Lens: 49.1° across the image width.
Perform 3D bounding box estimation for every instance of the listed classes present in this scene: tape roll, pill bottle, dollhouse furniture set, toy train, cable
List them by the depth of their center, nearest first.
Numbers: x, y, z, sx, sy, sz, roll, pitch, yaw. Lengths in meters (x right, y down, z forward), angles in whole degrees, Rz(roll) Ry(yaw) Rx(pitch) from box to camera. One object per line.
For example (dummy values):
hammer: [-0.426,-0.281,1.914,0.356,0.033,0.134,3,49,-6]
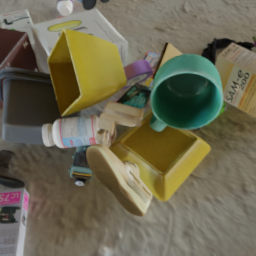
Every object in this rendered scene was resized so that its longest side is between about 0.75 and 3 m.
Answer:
dollhouse furniture set: [-0.341,0.468,7.969,1.053,2.156,1.839,14,24,1]
pill bottle: [-1.605,0.128,8.054,1.555,0.846,0.846,-7,53,0]
toy train: [-1.327,0.791,8.768,0.832,1.113,1.952,12,53,-7]
tape roll: [0.150,-1.778,9.469,1.347,1.347,0.442,-23,86,-17]
cable: [4.297,-3.184,12.170,2.143,0.667,2.627,36,61,24]
pill bottle: [-3.286,-6.443,14.596,0.763,0.763,1.356,-3,53,-2]

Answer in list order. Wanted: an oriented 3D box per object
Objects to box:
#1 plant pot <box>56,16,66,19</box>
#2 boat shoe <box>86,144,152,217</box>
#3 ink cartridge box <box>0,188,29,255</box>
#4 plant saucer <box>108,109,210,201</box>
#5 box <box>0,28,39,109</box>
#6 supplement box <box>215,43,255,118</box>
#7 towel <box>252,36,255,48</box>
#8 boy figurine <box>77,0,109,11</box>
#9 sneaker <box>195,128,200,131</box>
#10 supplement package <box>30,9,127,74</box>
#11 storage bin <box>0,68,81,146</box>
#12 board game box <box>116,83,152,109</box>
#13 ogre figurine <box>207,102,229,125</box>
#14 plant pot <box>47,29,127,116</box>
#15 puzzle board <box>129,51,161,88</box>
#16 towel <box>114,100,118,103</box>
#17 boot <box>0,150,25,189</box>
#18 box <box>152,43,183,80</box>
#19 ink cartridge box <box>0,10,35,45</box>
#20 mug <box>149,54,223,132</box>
plant pot: [-2.863,-4.412,12.879,1.122,1.022,1.122,0,53,-1]
boat shoe: [-0.158,1.300,7.563,0.945,2.619,0.851,-3,40,46]
ink cartridge box: [-3.672,3.025,7.522,1.632,0.574,2.736,-6,55,-4]
plant saucer: [0.980,0.595,9.295,2.703,0.655,2.704,36,60,23]
box: [-5.153,-2.286,10.520,2.637,2.188,2.166,11,54,9]
supplement box: [4.551,-1.535,10.172,2.916,1.838,1.072,35,62,24]
towel: [6.047,-3.315,12.248,1.187,0.188,1.653,21,48,-21]
boy figurine: [-1.469,-3.905,7.187,1.589,0.823,2.555,-33,58,-22]
sneaker: [1.902,-0.375,9.650,0.589,0.501,1.346,-34,75,6]
supplement package: [-1.889,-2.878,11.042,2.780,2.044,2.658,-24,57,-20]
storage bin: [-2.867,-0.449,9.252,2.832,2.061,1.902,8,59,-22]
board game box: [0.250,-0.977,9.628,1.155,1.707,0.240,-45,73,21]
ogre figurine: [2.881,-0.901,10.328,1.102,0.902,1.838,-22,21,-2]
plant pot: [-1.170,-1.598,8.379,1.689,1.915,1.915,-10,81,-31]
puzzle board: [1.201,-2.304,11.782,1.906,0.220,2.529,21,55,15]
towel: [-0.265,-0.780,10.555,0.999,0.112,0.722,-25,68,-29]
boot: [-3.865,1.221,8.878,1.673,0.584,1.101,14,51,7]
box: [1.554,-1.970,9.561,0.169,1.585,1.296,21,90,46]
ink cartridge box: [-5.179,-4.691,13.240,1.367,0.774,1.864,-19,55,-14]
mug: [1.554,-1.123,8.481,2.440,2.005,1.509,-13,36,24]
